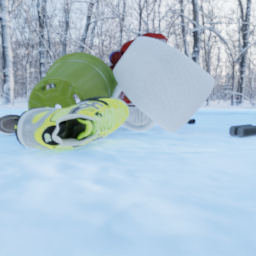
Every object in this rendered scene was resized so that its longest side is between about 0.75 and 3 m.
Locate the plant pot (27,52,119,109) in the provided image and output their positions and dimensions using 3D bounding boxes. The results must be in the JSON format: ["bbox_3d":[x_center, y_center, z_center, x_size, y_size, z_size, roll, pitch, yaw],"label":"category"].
[{"bbox_3d":[-1.752,-0.851,8.444,2.644,2.644,2.510,1,18,6],"label":"plant pot"}]

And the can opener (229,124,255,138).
[{"bbox_3d":[3.605,-0.050,8.132,1.878,0.624,0.494,-10,11,-37],"label":"can opener"}]

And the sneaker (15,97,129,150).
[{"bbox_3d":[-0.883,-0.031,6.085,1.092,1.078,2.858,13,23,39],"label":"sneaker"}]

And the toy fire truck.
[{"bbox_3d":[0.254,-1.987,10.136,2.437,2.902,1.627,-13,50,-37],"label":"toy fire truck"}]

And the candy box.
[{"bbox_3d":[-0.471,-0.554,11.825,2.471,0.884,2.072,-1,5,-7],"label":"candy box"}]

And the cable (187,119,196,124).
[{"bbox_3d":[2.607,-0.276,12.680,0.857,0.267,1.050,-5,7,7],"label":"cable"}]

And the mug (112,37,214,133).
[{"bbox_3d":[0.699,-1.179,8.700,2.567,2.928,2.162,38,17,-6],"label":"mug"}]

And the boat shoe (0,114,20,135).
[{"bbox_3d":[-3.257,-0.107,8.581,0.502,0.606,1.688,-2,-2,22],"label":"boat shoe"}]
